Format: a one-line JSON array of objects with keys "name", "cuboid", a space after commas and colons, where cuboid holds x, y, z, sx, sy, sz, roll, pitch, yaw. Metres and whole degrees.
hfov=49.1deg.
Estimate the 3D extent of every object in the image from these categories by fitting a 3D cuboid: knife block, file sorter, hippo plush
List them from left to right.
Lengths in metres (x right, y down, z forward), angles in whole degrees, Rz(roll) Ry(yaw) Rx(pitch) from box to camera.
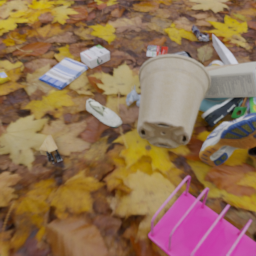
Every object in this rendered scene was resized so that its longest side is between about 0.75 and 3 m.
[{"name": "knife block", "cuboid": [-2.480, 0.722, 9.381, 0.818, 0.298, 0.932, 12, 49, 10]}, {"name": "hippo plush", "cuboid": [0.312, -1.144, 10.933, 0.634, 0.628, 0.789, 21, 83, -17]}, {"name": "file sorter", "cuboid": [1.926, 2.598, 6.770, 2.430, 1.524, 1.689, 35, 63, 27]}]

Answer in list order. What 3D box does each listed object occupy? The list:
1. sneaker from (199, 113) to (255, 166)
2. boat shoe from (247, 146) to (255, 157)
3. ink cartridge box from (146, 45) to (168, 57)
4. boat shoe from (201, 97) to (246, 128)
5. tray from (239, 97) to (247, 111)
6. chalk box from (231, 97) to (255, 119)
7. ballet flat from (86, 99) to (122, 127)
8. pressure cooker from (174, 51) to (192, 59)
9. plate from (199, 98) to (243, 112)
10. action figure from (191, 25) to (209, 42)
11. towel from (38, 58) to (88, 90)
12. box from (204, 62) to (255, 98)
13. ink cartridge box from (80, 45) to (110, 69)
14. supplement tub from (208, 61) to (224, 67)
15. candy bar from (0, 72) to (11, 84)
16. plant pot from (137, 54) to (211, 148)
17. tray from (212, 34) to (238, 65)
[{"name": "sneaker", "cuboid": [3.144, 0.108, 8.427, 1.005, 2.670, 1.177, 36, 50, -9]}, {"name": "boat shoe", "cuboid": [4.423, 0.501, 8.366, 0.812, 2.244, 0.810, -16, 70, -15]}, {"name": "ink cartridge box", "cuboid": [1.295, -3.436, 12.597, 0.906, 0.494, 0.228, 13, 13, 30]}, {"name": "boat shoe", "cuboid": [3.639, -0.694, 10.282, 2.013, 0.761, 0.607, -31, 78, -8]}, {"name": "tray", "cuboid": [4.675, -0.883, 10.917, 0.405, 0.152, 0.821, 25, 54, 20]}, {"name": "chalk box", "cuboid": [4.610, -0.451, 9.897, 1.752, 1.090, 1.084, 13, 49, 9]}, {"name": "ballet flat", "cuboid": [-0.963, -0.579, 10.386, 1.656, 0.594, 0.594, 30, 55, 23]}, {"name": "pressure cooker", "cuboid": [1.757, -2.288, 11.277, 1.558, 1.392, 1.370, -16, 24, -6]}, {"name": "plate", "cuboid": [3.433, -1.540, 11.395, 2.492, 0.318, 2.492, 0, 47, 0]}, {"name": "action figure", "cuboid": [3.629, -4.689, 14.087, 0.767, 0.409, 1.179, 1, 44, -38]}, {"name": "towel", "cuboid": [-2.815, -2.412, 12.239, 1.339, 0.217, 1.824, 25, 53, 22]}, {"name": "box", "cuboid": [3.620, -1.669, 9.962, 2.088, 0.992, 0.812, 6, 39, 43]}, {"name": "ink cartridge box", "cuboid": [-1.508, -3.265, 12.827, 1.099, 0.463, 0.803, -33, 56, -26]}, {"name": "supplement tub", "cuboid": [3.473, -2.213, 11.355, 0.699, 0.699, 0.969, 23, 55, 19]}, {"name": "candy bar", "cuboid": [-6.182, -1.557, 11.400, 2.894, 0.321, 0.722, -35, 57, -27]}, {"name": "plant pot", "cuboid": [1.359, -0.704, 9.460, 2.571, 2.571, 2.353, 10, 61, 9]}, {"name": "tray", "cuboid": [4.362, -2.892, 12.091, 1.517, 0.313, 2.825, 30, 34, -30]}]
